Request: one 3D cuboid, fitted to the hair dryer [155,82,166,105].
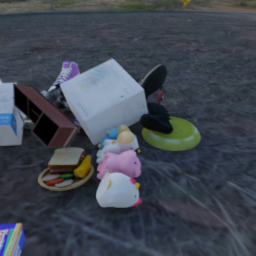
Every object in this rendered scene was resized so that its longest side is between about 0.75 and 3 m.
[{"bbox_3d":[1.049,-1.010,10.494,0.384,1.077,1.413,16,52,9],"label":"hair dryer"}]

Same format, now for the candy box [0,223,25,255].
[{"bbox_3d":[-2.625,2.279,5.027,1.217,0.469,1.029,-1,27,-4],"label":"candy box"}]

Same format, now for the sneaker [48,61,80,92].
[{"bbox_3d":[-2.894,-2.257,12.471,0.830,1.306,2.291,5,28,16],"label":"sneaker"}]

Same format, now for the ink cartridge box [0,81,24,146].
[{"bbox_3d":[-3.739,-0.589,8.786,0.670,1.163,2.008,-4,57,-6],"label":"ink cartridge box"}]

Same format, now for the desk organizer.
[{"bbox_3d":[-2.437,-0.341,7.732,2.090,0.749,0.805,39,13,20],"label":"desk organizer"}]

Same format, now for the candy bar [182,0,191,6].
[{"bbox_3d":[1.179,-4.969,8.824,0.647,2.596,0.288,-55,20,-20],"label":"candy bar"}]

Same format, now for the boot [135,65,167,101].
[{"bbox_3d":[0.286,-1.768,11.325,2.369,0.855,1.789,-49,40,-10],"label":"boot"}]

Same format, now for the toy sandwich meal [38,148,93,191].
[{"bbox_3d":[-1.574,1.010,7.122,1.543,0.528,1.543,-6,20,2],"label":"toy sandwich meal"}]

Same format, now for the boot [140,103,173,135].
[{"bbox_3d":[0.821,-0.396,8.807,1.314,0.486,1.076,20,37,-30],"label":"boot"}]

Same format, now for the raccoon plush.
[{"bbox_3d":[-2.617,-0.937,10.959,1.411,1.019,2.107,-13,-20,31],"label":"raccoon plush"}]

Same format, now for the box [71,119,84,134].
[{"bbox_3d":[-1.573,-0.157,9.785,0.780,0.197,1.090,24,36,38],"label":"box"}]

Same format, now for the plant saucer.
[{"bbox_3d":[1.419,0.098,9.207,1.917,0.298,1.917,1,30,-1],"label":"plant saucer"}]

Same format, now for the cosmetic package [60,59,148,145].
[{"bbox_3d":[-0.785,-0.892,9.012,2.029,1.248,2.023,-30,51,-12],"label":"cosmetic package"}]

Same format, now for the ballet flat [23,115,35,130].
[{"bbox_3d":[-3.174,-0.190,9.543,1.563,0.580,0.580,1,28,3],"label":"ballet flat"}]

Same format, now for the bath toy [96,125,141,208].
[{"bbox_3d":[-0.151,0.935,7.043,1.017,1.197,2.752,28,23,-17],"label":"bath toy"}]
